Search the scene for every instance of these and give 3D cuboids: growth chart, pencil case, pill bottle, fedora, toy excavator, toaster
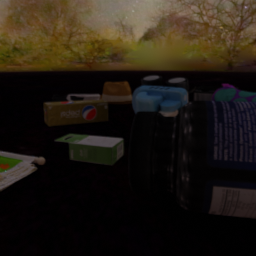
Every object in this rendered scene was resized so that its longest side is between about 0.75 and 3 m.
[{"bbox_3d":[-2.594,0.818,4.918,1.656,0.203,2.288,4,13,12],"label":"growth chart"},{"bbox_3d":[3.729,-0.594,8.120,1.185,1.287,2.786,-1,10,-28],"label":"pencil case"},{"bbox_3d":[1.465,0.407,3.803,2.771,1.550,1.550,3,15,11],"label":"pill bottle"},{"bbox_3d":[-0.544,-1.761,13.618,2.359,0.962,2.359,0,15,0],"label":"fedora"},{"bbox_3d":[0.961,-0.363,7.917,2.769,1.422,2.848,11,31,35],"label":"toy excavator"},{"bbox_3d":[3.316,-1.028,10.490,1.555,1.020,1.719,4,15,21],"label":"toaster"}]

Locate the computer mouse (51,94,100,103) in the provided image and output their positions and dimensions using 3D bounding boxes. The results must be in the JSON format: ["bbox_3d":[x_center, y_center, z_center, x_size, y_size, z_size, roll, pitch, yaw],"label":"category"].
[{"bbox_3d":[-2.182,-1.175,12.209,1.441,0.577,2.628,-5,9,-37],"label":"computer mouse"}]

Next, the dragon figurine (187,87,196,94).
[{"bbox_3d":[1.976,-1.598,13.432,2.481,0.730,1.233,2,14,12],"label":"dragon figurine"}]

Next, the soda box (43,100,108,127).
[{"bbox_3d":[-1.705,-0.517,9.227,2.014,0.682,0.645,-6,15,-25],"label":"soda box"}]

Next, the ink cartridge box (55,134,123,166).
[{"bbox_3d":[-0.827,0.438,6.024,1.331,0.395,0.691,5,14,18],"label":"ink cartridge box"}]
